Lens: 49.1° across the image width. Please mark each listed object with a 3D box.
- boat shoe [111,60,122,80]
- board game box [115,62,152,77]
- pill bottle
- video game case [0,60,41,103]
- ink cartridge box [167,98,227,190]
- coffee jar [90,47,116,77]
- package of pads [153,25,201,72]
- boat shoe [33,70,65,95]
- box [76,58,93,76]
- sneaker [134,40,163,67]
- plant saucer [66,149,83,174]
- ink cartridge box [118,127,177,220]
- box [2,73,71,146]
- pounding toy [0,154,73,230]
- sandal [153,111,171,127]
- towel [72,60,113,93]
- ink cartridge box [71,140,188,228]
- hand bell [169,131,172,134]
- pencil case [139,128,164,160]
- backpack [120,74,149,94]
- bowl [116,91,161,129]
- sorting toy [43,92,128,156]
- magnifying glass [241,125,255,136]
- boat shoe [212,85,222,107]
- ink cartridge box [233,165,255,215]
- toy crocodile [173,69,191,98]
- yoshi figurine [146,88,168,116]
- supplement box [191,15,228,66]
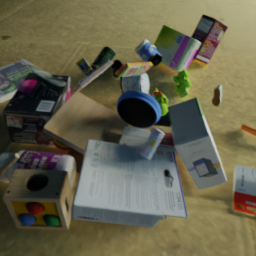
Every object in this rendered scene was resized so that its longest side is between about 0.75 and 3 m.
[{"bbox_3d":[-0.590,-3.297,14.970,0.683,0.606,1.827,2,40,3],"label":"boat shoe"},{"bbox_3d":[0.198,-2.050,9.831,1.343,0.642,0.201,-11,72,-41],"label":"board game box"},{"bbox_3d":[-2.931,1.389,8.925,2.292,1.287,1.287,6,41,8],"label":"pill bottle"},{"bbox_3d":[-5.905,-2.455,14.185,2.694,0.346,2.963,33,50,32],"label":"video game case"},{"bbox_3d":[2.182,0.543,8.852,1.051,2.403,1.746,-18,40,15],"label":"ink cartridge box"},{"bbox_3d":[-1.204,-2.958,12.638,1.398,0.596,0.729,-57,28,-7],"label":"coffee jar"},{"bbox_3d":[2.438,-4.210,15.109,0.836,1.894,2.452,7,28,-46],"label":"package of pads"},{"bbox_3d":[-3.056,-1.748,10.663,1.659,0.500,0.627,32,29,33],"label":"boat shoe"},{"bbox_3d":[-1.708,-2.402,11.094,0.388,0.423,1.208,-34,3,3],"label":"box"},{"bbox_3d":[0.950,-2.933,11.757,0.966,0.851,2.166,53,18,6],"label":"sneaker"},{"bbox_3d":[-1.395,1.125,10.008,1.622,0.287,1.622,1,40,-1],"label":"plant saucer"},{"bbox_3d":[0.504,1.348,9.098,1.988,1.130,2.728,9,41,10],"label":"ink cartridge box"},{"bbox_3d":[-3.431,-0.779,11.232,1.842,1.600,2.788,5,41,1],"label":"box"},{"bbox_3d":[-2.929,1.836,7.724,2.453,2.155,1.122,1,41,2],"label":"pounding toy"},{"bbox_3d":[0.796,-0.532,11.485,2.490,0.935,0.561,8,43,0],"label":"sandal"},{"bbox_3d":[-1.435,-2.004,10.941,1.637,0.264,1.564,-41,12,-15],"label":"towel"},{"bbox_3d":[0.034,1.385,7.370,2.634,0.570,2.586,9,31,-4],"label":"ink cartridge box"},{"bbox_3d":[2.007,0.557,10.621,0.553,0.553,1.061,-14,56,-16],"label":"hand bell"},{"bbox_3d":[0.661,0.444,7.772,0.370,0.890,0.404,30,2,2],"label":"pencil case"},{"bbox_3d":[0.317,-1.857,12.123,1.100,1.450,1.737,-11,2,20],"label":"backpack"},{"bbox_3d":[0.345,-0.607,10.035,1.643,1.643,0.323,13,51,15],"label":"bowl"},{"bbox_3d":[-1.477,0.128,10.194,2.415,0.845,2.429,29,41,-1],"label":"sorting toy"},{"bbox_3d":[5.181,0.332,10.728,0.214,0.761,1.911,-25,36,-22],"label":"magnifying glass"},{"bbox_3d":[3.699,-1.311,11.476,0.380,1.074,0.372,29,61,26],"label":"boat shoe"},{"bbox_3d":[4.067,1.998,8.913,1.330,0.393,1.662,11,40,12],"label":"ink cartridge box"},{"bbox_3d":[2.697,-2.174,13.674,0.731,0.669,2.166,-31,33,27],"label":"toy crocodile"},{"bbox_3d":[1.082,-0.890,10.829,0.926,0.923,1.648,-42,16,-3],"label":"yoshi figurine"},{"bbox_3d":[4.091,-4.641,14.988,1.278,2.316,0.992,5,30,-43],"label":"supplement box"}]
